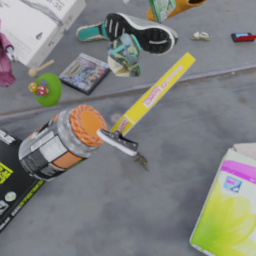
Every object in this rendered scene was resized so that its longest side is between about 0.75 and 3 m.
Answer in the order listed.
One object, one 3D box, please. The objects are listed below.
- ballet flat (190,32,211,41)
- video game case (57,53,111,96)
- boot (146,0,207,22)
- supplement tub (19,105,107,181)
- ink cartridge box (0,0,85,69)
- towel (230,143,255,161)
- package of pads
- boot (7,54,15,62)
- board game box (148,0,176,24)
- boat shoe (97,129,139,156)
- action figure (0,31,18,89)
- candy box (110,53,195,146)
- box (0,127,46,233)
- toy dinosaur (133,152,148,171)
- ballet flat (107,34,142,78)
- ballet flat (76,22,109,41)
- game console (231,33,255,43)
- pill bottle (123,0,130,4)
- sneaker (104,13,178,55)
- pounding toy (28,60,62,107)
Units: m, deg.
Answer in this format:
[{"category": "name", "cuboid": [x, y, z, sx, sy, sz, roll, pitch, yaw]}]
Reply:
[{"category": "ballet flat", "cuboid": [3.160, -4.017, 12.216, 0.896, 0.337, 0.304, 7, 57, 5]}, {"category": "video game case", "cuboid": [-1.706, -2.150, 11.018, 1.523, 0.215, 1.685, 26, 60, 16]}, {"category": "boot", "cuboid": [1.748, -4.386, 9.961, 2.053, 0.722, 1.470, -26, 23, -4]}, {"category": "supplement tub", "cuboid": [-1.365, 0.322, 5.940, 1.807, 1.107, 1.107, -31, 51, 28]}, {"category": "ink cartridge box", "cuboid": [-3.030, -3.619, 8.798, 2.103, 1.188, 2.870, 37, 90, -6]}, {"category": "towel", "cuboid": [4.560, 1.208, 8.547, 2.641, 0.455, 1.750, -5, 60, -4]}, {"category": "package of pads", "cuboid": [3.133, 2.256, 7.325, 2.162, 0.954, 2.798, 24, 73, 16]}, {"category": "boot", "cuboid": [-5.226, -3.005, 11.457, 1.200, 0.441, 0.573, -6, 62, -3]}, {"category": "board game box", "cuboid": [0.906, -3.623, 7.691, 0.188, 1.291, 0.869, 26, 70, 33]}, {"category": "boat shoe", "cuboid": [-0.169, 0.179, 4.829, 0.803, 0.281, 0.266, 31, 104, 22]}, {"category": "action figure", "cuboid": [-3.759, -2.227, 8.042, 1.458, 2.177, 1.621, 7, 51, -12]}, {"category": "candy box", "cuboid": [0.592, -0.761, 7.230, 0.374, 1.449, 2.835, 45, 58, -2]}, {"category": "box", "cuboid": [-3.918, 1.400, 8.366, 2.571, 0.611, 2.482, 29, 63, 18]}, {"category": "toy dinosaur", "cuboid": [0.428, 1.008, 8.805, 0.800, 0.308, 0.409, 37, 29, 8]}, {"category": "ballet flat", "cuboid": [-0.111, -1.517, 6.342, 0.773, 2.081, 0.773, 0, 85, 5]}, {"category": "ballet flat", "cuboid": [-1.208, -4.232, 12.171, 2.112, 0.799, 0.675, -5, 32, -8]}, {"category": "game console", "cuboid": [5.040, -4.009, 12.087, 0.918, 0.545, 0.791, -3, 56, -2]}, {"category": "pill bottle", "cuboid": [-0.379, -5.227, 10.244, 1.319, 0.742, 0.742, 42, 61, -11]}, {"category": "sneaker", "cuboid": [0.325, -2.697, 8.029, 2.352, 0.869, 0.933, 26, 34, 22]}, {"category": "pounding toy", "cuboid": [-2.249, -1.112, 7.214, 0.898, 0.540, 1.163, -19, 83, 27]}]
